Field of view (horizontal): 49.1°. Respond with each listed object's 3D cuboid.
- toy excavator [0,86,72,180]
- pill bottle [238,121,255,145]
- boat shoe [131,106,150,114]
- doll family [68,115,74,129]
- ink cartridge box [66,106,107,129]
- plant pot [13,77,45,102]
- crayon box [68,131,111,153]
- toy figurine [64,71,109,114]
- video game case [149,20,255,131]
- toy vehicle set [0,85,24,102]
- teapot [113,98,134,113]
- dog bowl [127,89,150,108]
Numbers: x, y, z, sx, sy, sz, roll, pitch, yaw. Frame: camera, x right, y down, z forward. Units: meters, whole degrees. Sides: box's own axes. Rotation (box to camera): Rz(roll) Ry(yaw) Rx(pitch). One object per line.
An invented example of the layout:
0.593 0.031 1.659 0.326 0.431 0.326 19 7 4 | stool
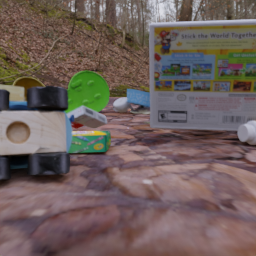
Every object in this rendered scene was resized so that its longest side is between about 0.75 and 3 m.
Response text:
-2.072 0.165 4.286 2.243 1.152 2.306 -2 -5 -20 | toy excavator
2.885 0.097 6.040 0.949 0.518 0.518 -2 8 -14 | pill bottle
0.660 -0.900 13.880 1.263 0.409 0.454 7 10 43 | boat shoe
-1.821 0.126 6.200 0.846 0.614 1.362 8 28 19 | doll family
-1.273 -0.157 7.452 1.109 0.316 0.901 -25 -29 28 | ink cartridge box
-5.349 -1.567 14.784 1.850 1.850 1.313 -7 -19 -43 | plant pot
-0.937 0.262 5.406 1.136 0.331 0.674 -2 6 3 | crayon box
-2.820 -1.493 15.056 2.916 2.189 2.684 -33 9 -28 | toy figurine
1.822 -1.097 6.274 2.672 2.432 0.306 2 24 10 | video game case
-4.040 -0.465 6.443 2.952 0.391 1.834 3 -24 -27 | toy vehicle set
-0.306 -1.121 14.759 0.914 0.677 0.927 -29 32 -6 | teapot
1.053 -1.381 14.464 2.704 0.670 1.507 12 4 -40 | dog bowl
